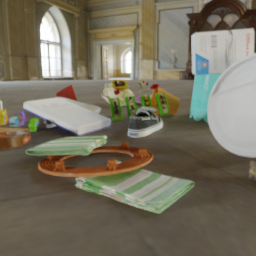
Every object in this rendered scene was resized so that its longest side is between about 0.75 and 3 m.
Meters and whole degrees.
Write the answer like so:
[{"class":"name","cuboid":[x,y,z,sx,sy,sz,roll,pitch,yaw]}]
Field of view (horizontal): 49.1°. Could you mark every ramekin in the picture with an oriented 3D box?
[{"class":"ramekin","cuboid":[3.395,-0.495,7.070,1.197,2.570,2.570,12,3,-38]}]

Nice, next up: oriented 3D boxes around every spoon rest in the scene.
[{"class":"spoon rest","cuboid":[-2.574,-0.862,12.275,2.914,0.883,1.448,4,17,25]}]

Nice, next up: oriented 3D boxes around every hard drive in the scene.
[{"class":"hard drive","cuboid":[-2.248,-0.492,10.367,2.723,0.345,1.797,23,22,27]}]

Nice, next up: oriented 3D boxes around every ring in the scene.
[{"class":"ring","cuboid":[-0.730,0.636,6.428,2.580,0.248,2.580,-2,7,0]}]

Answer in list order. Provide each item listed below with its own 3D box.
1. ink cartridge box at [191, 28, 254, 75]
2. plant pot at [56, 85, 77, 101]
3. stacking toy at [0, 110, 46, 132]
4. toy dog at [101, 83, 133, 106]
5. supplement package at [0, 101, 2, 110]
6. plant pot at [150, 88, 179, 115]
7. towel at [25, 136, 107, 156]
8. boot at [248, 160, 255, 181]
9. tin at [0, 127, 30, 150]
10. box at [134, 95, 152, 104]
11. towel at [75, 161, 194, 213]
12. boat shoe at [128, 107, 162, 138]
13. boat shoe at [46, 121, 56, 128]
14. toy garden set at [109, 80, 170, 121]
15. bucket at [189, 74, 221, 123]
[{"class":"ink cartridge box","cuboid":[2.603,-2.100,7.826,1.555,1.128,0.651,-3,12,4]},{"class":"plant pot","cuboid":[-2.946,-1.345,13.532,0.856,0.971,0.972,-18,-20,-10]},{"class":"stacking toy","cuboid":[-4.040,-0.198,10.203,1.916,0.597,2.542,-3,14,-4]},{"class":"toy dog","cuboid":[-0.688,-2.021,16.644,1.927,1.387,1.987,5,6,-39]},{"class":"supplement package","cuboid":[-6.160,-0.871,12.894,0.646,0.648,1.104,-5,13,-22]},{"class":"plant pot","cuboid":[1.728,-1.148,13.186,1.153,1.259,1.259,13,10,-11]},{"class":"towel","cuboid":[-1.442,0.455,7.207,1.511,0.232,1.981,-2,6,8]},{"class":"boot","cuboid":[3.258,0.760,5.898,1.709,0.549,1.593,-4,10,3]},{"class":"tin","cuboid":[-4.005,0.277,8.206,2.257,0.472,1.264,1,17,5]},{"class":"box","cuboid":[1.452,-1.731,17.317,1.529,0.437,2.234,-4,13,-18]},{"class":"towel","cuboid":[0.109,1.023,5.265,1.829,0.214,1.395,9,14,35]},{"class":"boat shoe","cuboid":[0.620,-0.321,9.949,0.895,0.828,2.424,6,14,27]},{"class":"boat shoe","cuboid":[-2.898,-0.325,10.924,0.433,0.426,1.201,0,12,-2]},{"class":"toy garden set","cuboid":[0.417,-1.391,12.133,2.456,2.048,0.490,-7,-31,-6]},{"class":"bucket","cuboid":[4.177,-1.366,12.098,3.040,1.978,3.040,1,13,0]}]
